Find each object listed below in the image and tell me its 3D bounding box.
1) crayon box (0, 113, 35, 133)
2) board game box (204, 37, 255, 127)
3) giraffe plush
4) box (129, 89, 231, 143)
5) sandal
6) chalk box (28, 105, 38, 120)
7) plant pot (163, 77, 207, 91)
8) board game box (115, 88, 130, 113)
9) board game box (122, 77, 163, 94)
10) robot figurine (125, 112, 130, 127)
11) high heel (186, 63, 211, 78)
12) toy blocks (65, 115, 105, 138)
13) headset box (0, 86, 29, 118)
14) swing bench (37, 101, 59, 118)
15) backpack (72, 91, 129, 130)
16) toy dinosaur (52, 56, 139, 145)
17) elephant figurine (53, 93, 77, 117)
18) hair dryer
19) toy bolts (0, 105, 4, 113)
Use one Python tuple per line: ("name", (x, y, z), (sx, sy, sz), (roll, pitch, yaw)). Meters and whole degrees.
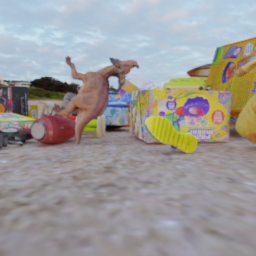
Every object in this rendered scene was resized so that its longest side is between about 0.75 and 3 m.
("crayon box", (-4.243, -0.120, 9.138), (1.568, 0.530, 1.817), (13, 12, 38))
("board game box", (4.068, -1.219, 8.764), (2.304, 2.306, 2.304), (19, -4, -25))
("giraffe plush", (3.112, -0.279, 4.825), (2.052, 2.378, 1.928), (-18, 30, 8))
("box", (1.295, -0.359, 7.706), (2.146, 1.309, 2.067), (0, 6, -12))
("sandal", (0.759, 0.157, 5.428), (1.173, 0.466, 0.511), (32, -15, -23))
("chalk box", (-5.618, -0.733, 14.845), (1.599, 0.995, 0.990), (3, 5, 45))
("plant pot", (2.347, -0.909, 10.652), (1.975, 1.984, 1.801), (4, 11, 24))
("board game box", (-0.368, -1.234, 13.970), (1.558, 0.519, 2.317), (-33, 26, 11))
("board game box", (1.157, -1.550, 13.143), (2.500, 0.504, 1.913), (39, 31, 26))
("robot figurine", (-0.141, -0.371, 12.417), (1.132, 0.660, 0.814), (1, -10, 3))
("high heel", (3.111, -2.249, 10.878), (0.895, 0.627, 1.861), (4, -11, -23))
("toy blocks", (-1.671, -0.102, 8.578), (1.804, 0.655, 1.504), (2, 4, 2))
("headset box", (-5.668, -1.020, 13.161), (2.430, 1.806, 0.911), (1, 6, 32))
("swing bench", (-3.719, -0.694, 13.316), (0.742, 1.144, 1.138), (1, 5, 9))
("backpack", (-0.994, -0.644, 10.429), (2.034, 1.494, 1.861), (1, 5, -5))
("toy dinosaur", (-0.722, -0.779, 6.455), (1.590, 2.346, 1.007), (7, -16, 24))
("elephant figurine", (-2.923, -0.873, 14.365), (1.805, 1.646, 2.327), (26, -20, -17))
("hair dryer", (-2.354, 0.029, 7.004), (2.586, 0.702, 1.969), (-2, 4, -28))
("toy bolts", (-5.353, -0.409, 11.751), (1.077, 1.029, 0.747), (19, -14, -36))
